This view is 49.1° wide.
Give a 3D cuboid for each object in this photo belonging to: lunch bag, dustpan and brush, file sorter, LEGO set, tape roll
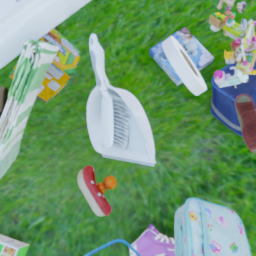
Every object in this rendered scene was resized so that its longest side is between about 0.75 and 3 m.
[{"bbox_3d":[1.536,2.252,5.191,1.430,0.687,1.783,22,40,-13],"label":"lunch bag"},{"bbox_3d":[-0.341,-0.479,5.155,0.680,1.659,2.377,-9,98,-42],"label":"dustpan and brush"},{"bbox_3d":[-0.247,2.623,4.138,1.043,1.503,0.922,-13,26,-38],"label":"file sorter"},{"bbox_3d":[2.648,-2.313,6.962,1.226,0.992,2.664,-10,56,24],"label":"LEGO set"},{"bbox_3d":[3.758,-1.108,8.322,2.568,1.699,1.745,-36,59,-10],"label":"lunch bag"},{"bbox_3d":[1.183,-1.288,5.855,0.249,1.363,1.363,-32,71,24],"label":"tape roll"}]

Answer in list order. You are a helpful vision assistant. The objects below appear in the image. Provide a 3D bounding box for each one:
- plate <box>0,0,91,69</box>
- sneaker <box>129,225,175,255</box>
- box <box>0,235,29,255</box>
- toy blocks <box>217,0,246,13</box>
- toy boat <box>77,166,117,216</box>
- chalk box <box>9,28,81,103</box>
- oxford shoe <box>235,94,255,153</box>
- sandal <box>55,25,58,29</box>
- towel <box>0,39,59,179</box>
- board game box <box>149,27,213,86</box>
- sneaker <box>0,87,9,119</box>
[{"bbox_3d":[-2.249,-2.814,5.054,2.893,0.469,2.899,-38,76,-4],"label":"plate"},{"bbox_3d":[1.122,3.067,7.368,2.254,0.817,1.285,-18,69,-6],"label":"sneaker"},{"bbox_3d":[-3.737,3.673,7.113,1.636,0.896,1.854,19,73,4],"label":"box"},{"bbox_3d":[2.924,-3.808,7.898,0.859,0.802,0.723,29,96,37],"label":"toy blocks"},{"bbox_3d":[-0.632,1.389,6.501,0.789,0.788,1.207,-32,75,-7],"label":"toy boat"},{"bbox_3d":[-1.958,-1.705,6.969,1.098,1.090,1.759,38,32,-27],"label":"chalk box"},{"bbox_3d":[2.810,-0.115,6.462,0.484,0.514,1.373,-13,93,15],"label":"oxford shoe"},{"bbox_3d":[-3.268,-3.573,9.844,1.550,0.332,0.589,-2,71,-1],"label":"sandal"},{"bbox_3d":[-1.930,-0.325,5.169,0.306,1.996,2.617,21,103,-12],"label":"towel"},{"bbox_3d":[1.784,-2.431,9.455,1.540,0.334,1.533,-35,76,-11],"label":"board game box"},{"bbox_3d":[-3.132,-0.096,6.209,0.844,0.787,2.235,-13,39,-4],"label":"sneaker"}]
